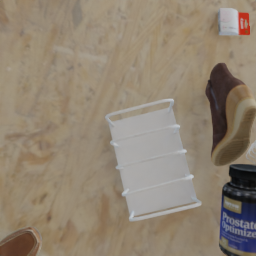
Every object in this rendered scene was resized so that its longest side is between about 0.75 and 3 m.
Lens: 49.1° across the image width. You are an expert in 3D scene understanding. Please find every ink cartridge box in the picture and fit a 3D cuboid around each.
[{"bbox_3d":[3.223,-3.205,8.457,0.958,0.273,0.779,0,81,4],"label":"ink cartridge box"}]

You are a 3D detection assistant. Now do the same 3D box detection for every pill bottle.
[{"bbox_3d":[2.758,1.916,6.530,1.135,1.135,2.030,2,93,0],"label":"pill bottle"}]

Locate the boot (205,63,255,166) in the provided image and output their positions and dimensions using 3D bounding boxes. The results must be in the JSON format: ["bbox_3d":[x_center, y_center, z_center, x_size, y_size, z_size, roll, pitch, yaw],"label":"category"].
[{"bbox_3d":[2.548,-0.334,7.516,0.835,2.308,1.920,0,41,-11],"label":"boot"}]

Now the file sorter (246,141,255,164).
[{"bbox_3d":[3.219,0.498,6.590,0.499,0.802,0.556,33,67,15],"label":"file sorter"}]

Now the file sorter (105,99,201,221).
[{"bbox_3d":[0.592,0.819,7.041,1.829,1.641,2.636,-14,82,2],"label":"file sorter"}]

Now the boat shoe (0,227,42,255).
[{"bbox_3d":[-3.388,3.571,6.975,2.761,0.991,1.045,-40,83,-6],"label":"boat shoe"}]
